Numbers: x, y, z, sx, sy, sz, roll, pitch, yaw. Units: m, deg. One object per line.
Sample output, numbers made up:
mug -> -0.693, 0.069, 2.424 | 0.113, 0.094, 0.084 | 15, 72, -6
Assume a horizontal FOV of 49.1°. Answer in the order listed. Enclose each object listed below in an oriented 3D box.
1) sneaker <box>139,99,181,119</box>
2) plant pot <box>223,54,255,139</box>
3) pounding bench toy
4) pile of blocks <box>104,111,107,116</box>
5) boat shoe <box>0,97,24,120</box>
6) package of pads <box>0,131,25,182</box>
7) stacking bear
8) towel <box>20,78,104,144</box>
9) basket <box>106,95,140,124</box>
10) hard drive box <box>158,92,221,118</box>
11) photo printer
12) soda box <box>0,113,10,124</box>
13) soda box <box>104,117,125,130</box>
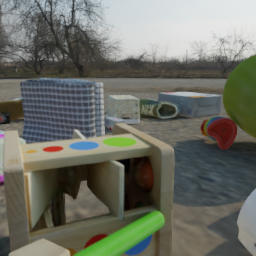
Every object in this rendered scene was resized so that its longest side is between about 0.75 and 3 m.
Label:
sneaker -> 1.006, -0.727, 10.511 | 2.000, 0.671, 0.898 | 5, 8, 8
plant pot -> 3.289, -0.428, 5.923 | 2.083, 2.083, 2.226 | 2, 23, 7
pounding bench toy -> -0.237, 0.757, 2.506 | 1.531, 1.220, 1.963 | -5, 13, -23
pile of blocks -> -1.276, -0.423, 10.230 | 1.055, 0.433, 0.328 | -2, 52, 34
boat shoe -> -3.660, -0.781, 10.288 | 2.549, 0.902, 0.883 | -4, 13, -14
package of pads -> -3.136, 0.530, 4.508 | 1.814, 0.801, 2.347 | 11, 17, 42
stacking bear -> 2.167, 0.028, 6.988 | 0.654, 0.698, 1.149 | -45, 7, 0
towel -> -1.520, -0.255, 6.239 | 1.973, 1.634, 0.844 | 5, 18, 23
basket -> -0.207, -0.675, 9.872 | 0.955, 0.869, 1.409 | -3, 12, -15
hard drive box -> 2.497, -1.011, 11.605 | 1.594, 0.785, 2.045 | -7, 14, -33
photo printer -> 2.229, 0.825, 2.548 | 2.112, 0.733, 1.757 | -24, 23, -28
soda box -> -4.523, -0.280, 9.301 | 1.068, 0.338, 0.378 | -9, 16, -32
soda box -> -0.430, -0.131, 8.693 | 0.289, 0.311, 0.910 | -7, 14, -30
